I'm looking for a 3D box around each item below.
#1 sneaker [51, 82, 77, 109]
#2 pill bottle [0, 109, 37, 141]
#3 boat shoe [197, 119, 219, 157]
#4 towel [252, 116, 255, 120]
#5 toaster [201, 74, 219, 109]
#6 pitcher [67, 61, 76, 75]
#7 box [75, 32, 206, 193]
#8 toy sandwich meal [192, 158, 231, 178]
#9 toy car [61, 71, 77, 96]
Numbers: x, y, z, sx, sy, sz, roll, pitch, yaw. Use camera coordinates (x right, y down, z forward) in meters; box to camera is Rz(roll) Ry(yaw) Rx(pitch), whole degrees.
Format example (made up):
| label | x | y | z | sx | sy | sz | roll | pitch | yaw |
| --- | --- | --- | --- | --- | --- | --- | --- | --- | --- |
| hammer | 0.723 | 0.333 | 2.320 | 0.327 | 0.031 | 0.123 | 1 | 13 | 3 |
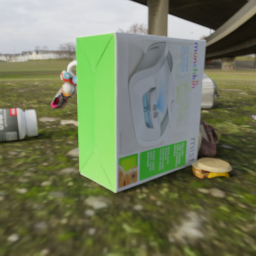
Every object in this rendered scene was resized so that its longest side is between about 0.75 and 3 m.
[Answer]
| label | x | y | z | sx | sy | sz | roll | pitch | yaw |
| --- | --- | --- | --- | --- | --- | --- | --- | --- | --- |
| sneaker | -2.947 | -1.530 | 12.955 | 0.659 | 1.635 | 0.611 | 38 | 16 | 12 |
| pill bottle | -3.846 | -0.095 | 8.881 | 1.762 | 1.003 | 1.003 | -6 | 14 | -22 |
| boat shoe | 2.165 | 0.284 | 7.980 | 0.819 | 0.821 | 2.276 | 15 | 16 | 9 |
| towel | 5.925 | -0.451 | 12.504 | 0.588 | 0.093 | 0.819 | 1 | 13 | 9 |
| toaster | 3.642 | -1.996 | 15.564 | 1.887 | 1.660 | 2.922 | -5 | 28 | -3 |
| pitcher | -0.893 | -1.797 | 10.543 | 2.097 | 2.445 | 1.482 | -23 | 31 | 28 |
| box | 0.304 | -0.472 | 6.215 | 2.595 | 2.941 | 1.422 | -9 | 17 | -38 |
| toy sandwich meal | 1.849 | 0.912 | 6.195 | 0.849 | 0.291 | 0.849 | 3 | 13 | -1 |
| toy car | -2.101 | -1.504 | 9.776 | 0.707 | 0.799 | 0.737 | 25 | 5 | -18 |
